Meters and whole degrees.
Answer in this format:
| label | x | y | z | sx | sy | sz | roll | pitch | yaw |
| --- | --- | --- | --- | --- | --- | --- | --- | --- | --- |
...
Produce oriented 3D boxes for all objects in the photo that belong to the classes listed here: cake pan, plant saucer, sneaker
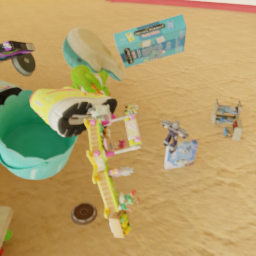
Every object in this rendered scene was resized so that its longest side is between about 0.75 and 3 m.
| label | x | y | z | sx | sy | sz | roll | pitch | yaw |
| --- | --- | --- | --- | --- | --- | --- | --- | --- | --- |
| cake pan | -3.003 | -1.935 | 8.096 | 0.163 | 0.889 | 0.889 | -13 | 31 | 23 |
| plant saucer | -1.294 | 2.482 | 8.191 | 0.777 | 0.125 | 0.777 | 0 | 35 | 0 |
| sneaker | -1.112 | -0.465 | 6.218 | 1.174 | 1.016 | 2.599 | 28 | 7 | 17 |

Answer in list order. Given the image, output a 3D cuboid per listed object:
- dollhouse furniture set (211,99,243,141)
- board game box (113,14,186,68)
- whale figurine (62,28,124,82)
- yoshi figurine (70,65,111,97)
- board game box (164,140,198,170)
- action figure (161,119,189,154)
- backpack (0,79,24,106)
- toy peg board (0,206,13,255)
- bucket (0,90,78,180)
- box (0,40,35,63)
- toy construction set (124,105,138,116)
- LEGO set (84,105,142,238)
| label | x | y | z | sx | sy | sz | roll | pitch | yaw |
| --- | --- | --- | --- | --- | --- | --- | --- | --- | --- |
| dollhouse furniture set | 4.021 | -0.376 | 11.340 | 1.017 | 1.011 | 1.443 | 6 | 37 | 9 |
| board game box | 0.693 | -2.558 | 8.470 | 2.004 | 1.513 | 0.470 | -14 | 78 | 6 |
| whale figurine | -1.217 | -2.357 | 9.781 | 2.363 | 1.226 | 1.880 | 32 | 33 | -31 |
| yoshi figurine | -1.213 | -1.374 | 8.945 | 1.151 | 2.056 | 1.155 | 9 | 77 | 8 |
| board game box | 1.784 | 0.922 | 9.543 | 1.028 | 1.033 | 0.224 | -7 | 39 | -10 |
| action figure | 1.020 | 0.130 | 6.343 | 0.361 | 1.042 | 0.678 | -38 | 65 | -25 |
| backpack | -5.114 | -0.532 | 10.415 | 2.042 | 2.408 | 2.712 | 21 | 38 | 20 |
| toy peg board | -4.076 | 3.109 | 6.786 | 2.228 | 1.090 | 2.218 | 2 | 52 | 5 |
| bucket | -2.235 | 0.211 | 6.886 | 2.040 | 1.327 | 2.040 | 12 | 50 | -14 |
| box | -3.255 | -1.898 | 7.199 | 1.373 | 0.248 | 0.982 | -13 | 10 | 15 |
| toy construction set | 0.154 | -0.812 | 12.447 | 0.594 | 0.417 | 0.905 | -16 | 24 | 19 |
| LEGO set | -0.111 | 0.592 | 4.495 | 0.826 | 1.020 | 2.218 | -14 | 74 | 3 |
